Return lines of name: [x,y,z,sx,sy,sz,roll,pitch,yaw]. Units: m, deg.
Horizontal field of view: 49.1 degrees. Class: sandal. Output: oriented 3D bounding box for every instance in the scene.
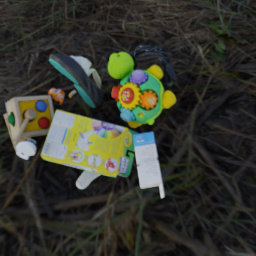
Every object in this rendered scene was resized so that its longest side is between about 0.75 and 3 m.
sandal: [-1.162,1.446,8.918,1.210,0.297,0.493,-39,78,-15]

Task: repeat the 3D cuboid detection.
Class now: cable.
cable: [0.726,-2.199,10.354,1.768,2.167,0.550,-8,54,29]

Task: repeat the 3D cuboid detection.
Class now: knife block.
knife block: [-3.914,-0.184,10.064,0.589,1.841,1.616,-16,10,-11]

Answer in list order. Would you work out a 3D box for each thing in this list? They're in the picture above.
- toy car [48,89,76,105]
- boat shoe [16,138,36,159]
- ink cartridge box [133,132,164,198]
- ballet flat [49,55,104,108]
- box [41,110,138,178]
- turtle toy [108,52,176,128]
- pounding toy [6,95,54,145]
toy car: [-2.328,-1.306,10.090,0.625,0.424,1.274,52,26,-10]
boat shoe: [-2.963,0.549,8.319,0.532,1.483,0.503,30,64,-13]
ink cartridge box: [0.476,0.952,6.749,0.500,0.868,1.498,-8,72,0]
ballet flat: [-1.603,-1.800,9.691,1.076,2.946,1.076,-10,60,18]
box: [-1.120,0.535,8.658,2.668,0.645,1.565,15,70,-1]
turtle toy: [0.198,-1.314,9.482,1.373,1.980,2.717,-3,65,-54]
pounding toy: [-3.152,-0.242,8.920,1.572,1.117,1.447,-10,88,-41]
